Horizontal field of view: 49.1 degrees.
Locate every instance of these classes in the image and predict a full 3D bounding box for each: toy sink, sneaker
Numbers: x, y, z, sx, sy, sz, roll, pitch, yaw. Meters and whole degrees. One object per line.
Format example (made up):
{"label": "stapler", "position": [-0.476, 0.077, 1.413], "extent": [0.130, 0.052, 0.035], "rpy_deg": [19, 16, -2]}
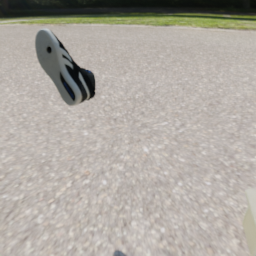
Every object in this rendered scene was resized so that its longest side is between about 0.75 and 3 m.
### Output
{"label": "toy sink", "position": [3.229, 2.246, 6.375], "extent": [0.979, 0.842, 1.503], "rpy_deg": [3, 33, 5]}
{"label": "sneaker", "position": [-1.472, -1.501, 6.929], "extent": [0.703, 1.924, 1.076], "rpy_deg": [-23, 4, 33]}
